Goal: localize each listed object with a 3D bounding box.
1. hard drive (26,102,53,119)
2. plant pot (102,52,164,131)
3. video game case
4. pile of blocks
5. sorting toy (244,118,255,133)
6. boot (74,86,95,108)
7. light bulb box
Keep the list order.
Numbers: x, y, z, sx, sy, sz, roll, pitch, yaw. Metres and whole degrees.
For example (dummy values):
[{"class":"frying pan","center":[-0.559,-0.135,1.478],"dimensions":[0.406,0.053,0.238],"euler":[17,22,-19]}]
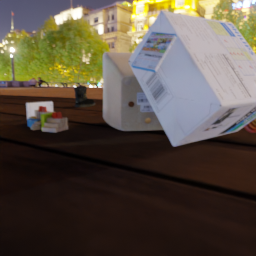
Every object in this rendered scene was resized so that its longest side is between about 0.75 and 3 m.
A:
[{"class":"hard drive","center":[-3.674,-0.694,11.692],"dimensions":[1.104,0.728,0.147],"euler":[-9,13,-41]},{"class":"plant pot","center":[0.487,-1.128,9.760],"dimensions":[2.635,2.638,2.335],"euler":[-1,22,-8]},{"class":"video game case","center":[0.511,-1.522,5.575],"dimensions":[0.624,0.871,0.078],"euler":[22,-12,41]},{"class":"pile of blocks","center":[-3.042,-0.374,9.885],"dimensions":[0.977,0.740,2.380],"euler":[-9,13,-42]},{"class":"sorting toy","center":[3.690,-0.368,8.462],"dimensions":[0.640,1.065,0.437],"euler":[-4,-33,-27]},{"class":"boot","center":[-2.620,-1.930,17.050],"dimensions":[0.636,1.263,1.690],"euler":[5,12,28]},{"class":"light bulb box","center":[2.039,-1.314,7.448],"dimensions":[2.866,2.841,1.789],"euler":[-8,-26,-37]}]
